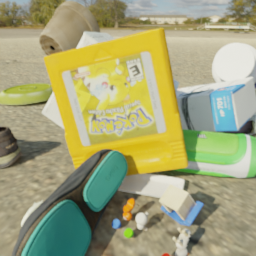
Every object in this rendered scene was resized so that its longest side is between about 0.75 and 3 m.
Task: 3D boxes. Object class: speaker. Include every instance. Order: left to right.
[{"bbox_3d":[1.604,0.526,6.238,2.284,1.010,1.010,6,23,13],"label":"speaker"}]

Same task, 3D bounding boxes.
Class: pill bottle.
[{"bbox_3d":[3.644,-1.934,9.329,1.539,1.539,2.571,11,7,26],"label":"pill bottle"}]

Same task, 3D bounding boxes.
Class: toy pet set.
[{"bbox_3d":[0.591,1.533,4.583,1.230,0.653,1.149,19,63,46],"label":"toy pet set"}]

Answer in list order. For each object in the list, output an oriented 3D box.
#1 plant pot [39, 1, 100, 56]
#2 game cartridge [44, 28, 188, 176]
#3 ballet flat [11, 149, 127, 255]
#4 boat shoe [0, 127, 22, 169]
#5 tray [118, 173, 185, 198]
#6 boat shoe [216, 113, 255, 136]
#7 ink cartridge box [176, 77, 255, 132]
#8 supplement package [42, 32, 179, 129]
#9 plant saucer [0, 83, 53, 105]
[{"bbox_3d":[-1.502,-2.218,6.830,1.289,1.289,1.118,14,53,31],"label":"plant pot"},{"bbox_3d":[-0.203,-0.318,5.456,2.337,2.651,0.430,-10,12,12],"label":"game cartridge"},{"bbox_3d":[-0.945,1.341,4.433,1.073,1.073,2.937,8,30,20],"label":"ballet flat"},{"bbox_3d":[-3.986,0.336,6.621,2.798,1.026,1.042,-2,22,-5],"label":"boat shoe"},{"bbox_3d":[0.427,1.188,5.698,1.360,0.151,0.730,6,22,15],"label":"tray"},{"bbox_3d":[3.386,-0.015,8.117,1.686,0.621,0.541,-5,28,-2],"label":"boat shoe"},{"bbox_3d":[2.123,-0.601,8.007,2.479,1.064,1.815,-2,18,40],"label":"ink cartridge box"},{"bbox_3d":[-0.342,-0.702,6.539,2.199,2.103,1.617,34,22,1],"label":"supplement package"},{"bbox_3d":[-4.221,-1.504,11.847,2.545,0.395,2.545,-3,21,1],"label":"plant saucer"}]
